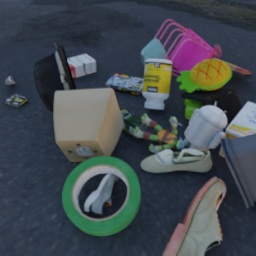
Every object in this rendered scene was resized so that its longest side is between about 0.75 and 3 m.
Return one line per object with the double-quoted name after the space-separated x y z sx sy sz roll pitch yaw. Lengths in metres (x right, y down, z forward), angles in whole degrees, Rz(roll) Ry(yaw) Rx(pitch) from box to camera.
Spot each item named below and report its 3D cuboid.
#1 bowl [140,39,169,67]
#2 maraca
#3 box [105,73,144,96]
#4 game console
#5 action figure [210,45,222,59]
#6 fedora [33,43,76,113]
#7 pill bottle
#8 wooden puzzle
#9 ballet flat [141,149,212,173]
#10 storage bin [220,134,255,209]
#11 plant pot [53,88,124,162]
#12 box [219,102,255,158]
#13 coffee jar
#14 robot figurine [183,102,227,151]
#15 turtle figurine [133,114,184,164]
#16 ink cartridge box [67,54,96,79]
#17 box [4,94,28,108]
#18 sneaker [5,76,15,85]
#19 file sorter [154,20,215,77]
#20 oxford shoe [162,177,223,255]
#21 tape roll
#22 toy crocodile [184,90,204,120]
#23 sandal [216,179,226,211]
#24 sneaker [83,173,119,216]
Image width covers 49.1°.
1.289 -3.480 14.253 0.976 1.866 1.866 -25 41 -3 "bowl"
2.963 -2.007 10.960 2.077 1.111 1.424 -16 50 7 "maraca"
-0.061 -2.098 13.448 1.746 0.348 1.195 13 40 17 "box"
3.397 -0.844 11.101 2.114 1.230 1.859 -18 26 -35 "game console"
4.474 -3.772 15.258 1.589 1.065 1.183 -54 25 -21 "action figure"
-2.796 -1.678 10.892 1.359 2.976 2.976 -16 39 -6 "fedora"
1.174 -1.791 11.596 1.112 1.985 1.112 5 8 -1 "pill bottle"
5.028 -3.052 13.864 1.748 0.207 2.947 30 23 26 "wooden puzzle"
1.567 0.998 9.073 2.312 0.803 0.803 -1 37 -1 "ballet flat"
3.541 1.016 7.740 1.301 1.938 1.410 -21 17 20 "storage bin"
-1.375 0.050 9.314 2.002 2.000 1.773 -1 55 11 "plant pot"
4.193 0.191 9.753 1.082 1.201 2.136 25 44 29 "box"
0.009 -0.204 10.749 1.461 0.623 0.762 31 49 33 "coffee jar"
2.614 0.007 9.482 1.025 1.815 1.539 7 34 -37 "robot figurine"
1.041 0.151 9.435 1.714 1.272 1.767 24 19 26 "turtle figurine"
-2.623 -3.214 14.656 1.581 0.655 1.160 -22 43 -26 "ink cartridge box"
-4.940 -1.205 12.377 0.811 0.180 0.650 16 43 23 "box"
-5.641 -2.179 13.329 0.408 0.372 0.995 -32 11 -16 "sneaker"
2.511 -3.901 13.950 1.743 1.932 2.780 18 31 -29 "file sorter"
1.916 2.454 7.121 1.035 0.993 2.805 28 54 21 "oxford shoe"
-0.708 1.812 7.646 2.095 0.504 2.095 -3 57 5 "tape roll"
2.908 -1.291 12.120 0.938 0.858 2.778 8 34 10 "toy crocodile"
2.540 1.913 8.160 0.548 0.410 1.431 17 40 20 "sandal"
-0.621 1.884 8.144 0.635 0.592 1.602 25 49 16 "sneaker"
